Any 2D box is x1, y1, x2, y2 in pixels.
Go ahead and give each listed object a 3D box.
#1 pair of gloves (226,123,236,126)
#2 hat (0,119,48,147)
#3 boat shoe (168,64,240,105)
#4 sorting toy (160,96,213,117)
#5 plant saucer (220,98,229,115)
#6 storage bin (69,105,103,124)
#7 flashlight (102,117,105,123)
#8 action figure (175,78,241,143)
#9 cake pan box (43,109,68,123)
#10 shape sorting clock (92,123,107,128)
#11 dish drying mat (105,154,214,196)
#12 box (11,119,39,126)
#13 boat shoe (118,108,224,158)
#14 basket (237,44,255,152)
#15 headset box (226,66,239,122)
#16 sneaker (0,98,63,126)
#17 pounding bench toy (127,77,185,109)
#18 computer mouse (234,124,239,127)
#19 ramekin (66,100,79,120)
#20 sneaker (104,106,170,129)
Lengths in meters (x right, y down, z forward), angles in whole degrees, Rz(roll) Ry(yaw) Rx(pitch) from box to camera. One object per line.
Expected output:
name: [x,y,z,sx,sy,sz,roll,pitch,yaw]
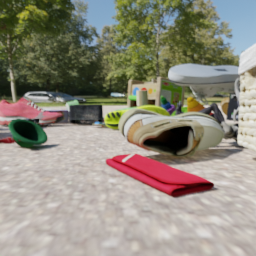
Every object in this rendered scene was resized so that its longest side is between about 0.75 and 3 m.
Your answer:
pair of gloves: [2.666,0.061,8.271,1.563,0.322,1.838,-1,3,21]
hat: [-2.405,0.381,6.257,0.850,0.903,1.026,9,30,-47]
boat shoe: [1.881,-0.985,6.761,2.197,0.937,0.812,-7,34,-27]
sorting toy: [1.755,-0.699,9.379,0.947,0.941,2.731,-36,20,-10]
plant saucer: [5.657,-1.069,15.599,0.221,1.251,1.251,-35,25,-32]
storage bin: [-1.731,-0.552,11.580,1.352,0.634,0.914,-1,-10,-7]
flashlight: [-0.911,-0.346,12.564,0.831,0.282,0.281,-1,-7,32]
action figure: [2.462,-0.293,6.129,2.771,1.414,1.647,1,-11,14]
cake pan box: [-4.016,-0.552,12.721,2.482,0.649,2.286,-2,4,-14]
shape sorting clock: [-0.946,-0.094,10.489,0.770,0.151,0.770,9,-2,0]
dish drying mat: [0.318,0.584,3.876,0.659,0.156,1.716,-2,6,-29]
box: [-3.711,-0.151,10.147,0.799,0.344,0.654,0,5,2]
boat shoe: [0.964,0.187,5.176,2.268,0.847,0.776,2,28,-27]
basket: [3.115,-0.316,4.104,2.690,1.660,1.823,7,5,5]
headset box: [5.324,-1.418,11.330,1.167,2.516,2.191,6,4,-25]
sneaker: [-3.829,-0.633,10.907,2.559,1.110,0.943,0,3,-4]
pounding bench toy: [0.757,-1.234,11.932,2.656,1.650,2.072,2,3,-44]
computer mouse: [2.883,-0.016,6.426,1.009,0.172,0.296,-9,-34,2]
ramekin: [-2.656,-0.801,13.492,0.494,1.011,1.011,-11,9,-21]
sneaker: [0.336,-0.409,9.632,2.254,0.835,0.942,0,15,11]
